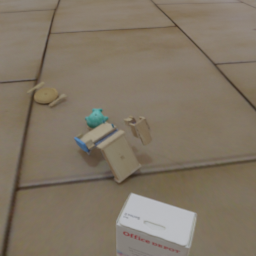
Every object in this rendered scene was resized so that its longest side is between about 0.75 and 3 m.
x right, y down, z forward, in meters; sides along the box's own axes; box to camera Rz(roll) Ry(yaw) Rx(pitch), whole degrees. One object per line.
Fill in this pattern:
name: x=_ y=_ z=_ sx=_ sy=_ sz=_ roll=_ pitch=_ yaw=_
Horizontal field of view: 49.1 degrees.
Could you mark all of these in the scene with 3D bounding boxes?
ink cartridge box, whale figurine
ink cartridge box: x=0.498 y=2.302 z=5.476 sx=1.324 sy=1.822 sz=0.797 roll=13 pitch=40 yaw=16
whale figurine: x=-1.117 y=-0.389 z=9.914 sx=0.843 sy=0.550 sz=1.059 roll=0 pitch=45 yaw=0

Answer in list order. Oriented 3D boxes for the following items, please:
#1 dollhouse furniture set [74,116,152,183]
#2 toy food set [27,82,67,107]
dollhouse furniture set: x=-0.415 y=0.495 z=8.548 sx=1.760 sy=1.216 sz=1.864 roll=-34 pitch=26 yaw=-21
toy food set: x=-3.293 y=-1.282 z=11.380 sx=1.465 sy=0.294 sz=1.011 roll=29 pitch=54 yaw=25
